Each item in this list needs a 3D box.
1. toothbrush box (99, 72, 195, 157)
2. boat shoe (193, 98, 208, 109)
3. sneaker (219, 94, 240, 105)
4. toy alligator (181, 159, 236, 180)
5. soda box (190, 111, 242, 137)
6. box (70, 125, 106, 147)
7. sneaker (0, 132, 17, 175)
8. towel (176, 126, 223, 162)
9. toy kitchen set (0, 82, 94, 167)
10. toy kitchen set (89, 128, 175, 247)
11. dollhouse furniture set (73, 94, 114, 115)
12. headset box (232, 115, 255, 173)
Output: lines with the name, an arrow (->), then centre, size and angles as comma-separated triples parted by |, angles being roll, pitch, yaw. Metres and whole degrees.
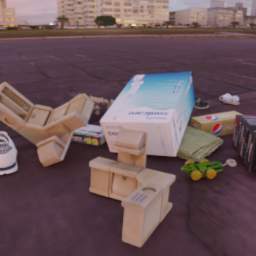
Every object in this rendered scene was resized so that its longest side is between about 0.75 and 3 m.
toothbrush box -> 0.734, -0.527, 8.667 | 2.088, 1.216, 2.852 | 1, 36, 25
boat shoe -> 3.023, -1.133, 12.343 | 1.055, 0.357, 0.379 | 19, 53, 15
sneaker -> 4.650, -1.268, 12.912 | 0.512, 0.443, 1.181 | -12, 16, -13
toy alligator -> 2.028, 1.072, 7.099 | 1.539, 0.370, 0.510 | -2, 35, -13
soda box -> 3.122, -0.107, 9.720 | 1.894, 0.606, 0.641 | -9, 24, -20
box -> -1.541, 0.181, 9.411 | 1.718, 0.298, 0.946 | 8, 24, 20
sneaker -> -3.617, 0.466, 7.933 | 0.862, 0.909, 2.257 | -15, 25, -29
towel -> 1.645, 0.385, 8.789 | 1.630, 0.401, 2.197 | -21, 31, -40
toy kitchen set -> -2.505, -0.255, 7.542 | 2.208, 1.992, 1.801 | -21, 41, 33
toy kitchen set -> -0.191, 0.939, 5.537 | 1.883, 1.536, 1.699 | 10, 13, 25
dollhouse furniture set -> -1.350, -0.686, 10.946 | 1.756, 0.777, 0.910 | 5, -24, -45
headset box -> 4.119, 0.369, 7.786 | 1.946, 1.010, 2.615 | 5, 18, 9
